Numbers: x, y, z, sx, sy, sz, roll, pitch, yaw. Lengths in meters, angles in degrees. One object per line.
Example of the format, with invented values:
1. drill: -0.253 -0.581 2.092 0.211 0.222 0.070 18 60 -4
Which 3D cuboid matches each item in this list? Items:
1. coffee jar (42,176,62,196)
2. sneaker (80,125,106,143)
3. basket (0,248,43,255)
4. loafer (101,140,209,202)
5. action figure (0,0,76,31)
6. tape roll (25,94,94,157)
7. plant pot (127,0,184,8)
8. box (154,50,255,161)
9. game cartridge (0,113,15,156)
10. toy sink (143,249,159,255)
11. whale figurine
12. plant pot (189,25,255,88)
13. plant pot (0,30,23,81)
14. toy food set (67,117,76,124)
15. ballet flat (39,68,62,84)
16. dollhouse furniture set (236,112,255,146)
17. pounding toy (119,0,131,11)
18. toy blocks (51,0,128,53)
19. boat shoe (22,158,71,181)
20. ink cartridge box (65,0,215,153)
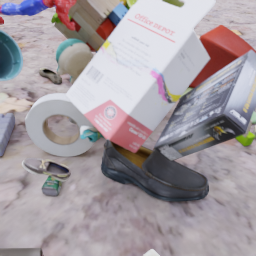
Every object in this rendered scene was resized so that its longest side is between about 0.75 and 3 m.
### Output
1. coffee jar: -1.761 1.259 6.743 0.397 0.325 0.762 4 34 5
2. sneaker: -0.698 0.144 5.707 0.302 0.310 0.778 6 -5 38
3. basket: -2.008 2.434 4.748 1.053 0.716 0.949 -4 29 -12
4. loafer: 0.574 0.946 6.617 2.703 0.977 0.984 13 36 16
5. action figure: -1.626 -2.683 6.105 2.967 0.968 1.469 8 2 34
6. tape roll: -1.713 -0.035 7.297 1.841 1.841 0.336 1 35 1
7. plant pot: 1.065 -3.922 8.077 1.535 1.669 1.669 15 24 -34
8. box: 1.361 -0.295 4.836 0.451 1.865 1.477 39 58 -10
9. game cartridge: -4.876 0.280 8.056 2.791 0.536 1.809 -4 39 -5
10. toy sink: 0.142 2.732 4.182 1.448 0.811 0.944 -24 41 -31
11. whale figurine: -1.517 -1.850 7.776 1.144 1.438 0.746 -33 70 -15
12. plant pot: 3.670 -2.483 10.848 1.825 2.069 2.070 33 45 22
13. plant pot: -3.837 -1.778 7.557 1.376 1.405 1.405 -11 22 40
14. toy food set: -0.313 -0.402 8.255 2.792 1.333 1.256 -20 39 -23
15. ballet flat: -3.281 -2.277 11.806 0.547 0.377 1.625 -24 41 -31
16. dollhouse furniture set: 3.738 -0.328 8.419 1.331 1.028 2.663 -11 36 -17
17. pounding toy: -0.316 -3.838 8.861 1.129 0.679 1.463 22 82 28
18. toy blocks: -0.862 -2.713 7.481 1.338 1.830 2.677 -53 15 -22
19. boat shoe: -1.341 0.654 4.644 0.794 0.236 0.285 23 49 -14
20. ink cartridge box: 0.318 -1.228 5.552 2.967 1.001 1.728 -52 52 6
